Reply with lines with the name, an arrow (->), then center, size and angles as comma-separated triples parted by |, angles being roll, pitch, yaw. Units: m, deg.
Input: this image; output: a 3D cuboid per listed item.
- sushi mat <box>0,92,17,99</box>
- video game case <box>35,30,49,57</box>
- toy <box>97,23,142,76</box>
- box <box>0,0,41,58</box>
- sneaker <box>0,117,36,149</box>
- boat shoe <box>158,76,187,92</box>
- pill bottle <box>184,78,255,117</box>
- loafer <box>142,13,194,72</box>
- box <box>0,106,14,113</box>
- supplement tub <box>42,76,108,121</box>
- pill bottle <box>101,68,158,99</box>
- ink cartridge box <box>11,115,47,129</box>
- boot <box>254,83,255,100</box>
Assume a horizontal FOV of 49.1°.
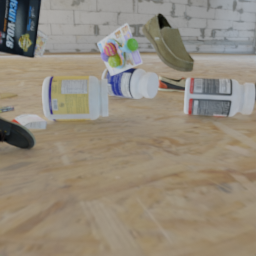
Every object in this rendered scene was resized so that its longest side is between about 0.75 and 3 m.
sushi mat -> -6.759, -1.571, 14.327 | 0.948, 0.120, 1.982 | 12, 23, 35
video game case -> -4.243, -3.961, 12.738 | 1.054, 1.158, 0.133 | 32, 38, -6
toy -> -0.569, -2.948, 11.173 | 0.627, 1.530, 2.657 | -29, 13, -30
box -> -3.097, -2.809, 7.493 | 1.304, 1.641, 0.378 | 5, 13, -31
sneaker -> -3.589, 0.232, 7.708 | 1.907, 0.713, 1.013 | 28, 29, -6
boat shoe -> 2.995, -2.503, 15.997 | 2.556, 0.800, 0.910 | 4, 18, 8
pill bottle -> 3.567, -1.208, 11.172 | 2.560, 1.483, 1.483 | 5, 20, 12
loafer -> 1.281, -2.716, 8.812 | 0.923, 0.819, 2.427 | -15, 59, -39
box -> -5.354, -0.790, 12.026 | 0.767, 0.133, 0.422 | -18, 26, -42
supplement tub -> -1.926, -1.124, 10.624 | 2.315, 1.683, 1.683 | -1, 19, -4
pill bottle -> 0.095, -2.268, 14.188 | 2.642, 1.529, 1.529 | 12, 22, 30
ink cartridge box -> -3.677, -0.230, 9.778 | 1.315, 0.375, 1.069 | 5, 12, -40
boot -> 6.629, -2.072, 14.570 | 1.846, 1.034, 2.669 | -4, 18, 5
